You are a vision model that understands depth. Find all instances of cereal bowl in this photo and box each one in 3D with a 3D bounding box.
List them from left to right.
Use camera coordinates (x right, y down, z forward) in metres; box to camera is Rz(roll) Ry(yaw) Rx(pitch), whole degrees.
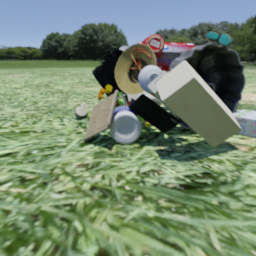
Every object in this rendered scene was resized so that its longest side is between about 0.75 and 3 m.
[{"bbox_3d":[0.764,-1.535,8.849,0.845,0.845,0.352,-5,16,-16],"label":"cereal bowl"}]

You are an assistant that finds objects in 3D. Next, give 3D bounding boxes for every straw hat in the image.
[{"bbox_3d":[0.431,-2.014,9.967,1.768,1.768,0.748,9,5,29],"label":"straw hat"}]

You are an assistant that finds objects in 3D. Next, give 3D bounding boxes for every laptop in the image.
[{"bbox_3d":[0.810,-0.572,8.769,1.435,0.836,1.619,36,22,-8],"label":"laptop"}]

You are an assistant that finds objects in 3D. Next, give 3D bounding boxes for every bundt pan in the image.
[{"bbox_3d":[2.471,-1.417,9.679,3.028,3.028,1.136,-6,21,-21],"label":"bundt pan"}]

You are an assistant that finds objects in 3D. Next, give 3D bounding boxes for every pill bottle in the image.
[{"bbox_3d":[-0.123,-0.170,9.099,0.975,0.975,1.629,-1,16,-4],"label":"pill bottle"}]

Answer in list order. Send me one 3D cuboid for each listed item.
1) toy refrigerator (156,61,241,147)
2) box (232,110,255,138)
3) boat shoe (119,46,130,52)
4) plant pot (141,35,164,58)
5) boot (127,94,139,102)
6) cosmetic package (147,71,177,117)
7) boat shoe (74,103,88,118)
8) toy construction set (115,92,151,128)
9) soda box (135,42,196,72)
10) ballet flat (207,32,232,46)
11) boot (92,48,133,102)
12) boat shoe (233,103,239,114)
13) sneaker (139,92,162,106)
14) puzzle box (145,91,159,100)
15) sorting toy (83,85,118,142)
[{"bbox_3d":[1.960,-0.582,7.646,2.581,0.980,0.903,35,29,-35],"label":"toy refrigerator"},{"bbox_3d":[4.297,-0.180,9.749,1.189,0.651,1.347,13,20,38],"label":"box"},{"bbox_3d":[0.011,-3.307,11.847,0.767,0.276,0.252,-15,-26,-7],"label":"boat shoe"},{"bbox_3d":[0.860,-2.858,9.923,0.805,0.805,0.733,-2,5,-9],"label":"plant pot"},{"bbox_3d":[-0.414,-2.007,13.297,0.970,2.667,1.205,-28,1,-18],"label":"boot"},{"bbox_3d":[1.222,-0.977,8.234,1.302,0.685,0.463,43,8,-42],"label":"cosmetic package"},{"bbox_3d":[-2.062,-0.700,12.018,0.382,0.461,1.284,-40,14,18],"label":"boat shoe"},{"bbox_3d":[0.134,-0.759,10.169,1.160,1.769,0.815,-15,-2,29],"label":"toy construction set"},{"bbox_3d":[1.571,-2.821,11.202,2.650,0.928,0.840,-6,44,-24],"label":"soda box"},{"bbox_3d":[2.860,-2.708,8.569,0.363,0.341,1.004,6,21,-37],"label":"ballet flat"},{"bbox_3d":[-0.373,-2.029,11.421,1.813,2.212,0.819,-27,15,51],"label":"boot"},{"bbox_3d":[3.795,-0.837,10.694,0.812,0.678,2.178,11,50,21],"label":"boat shoe"},{"bbox_3d":[1.546,-1.471,13.350,2.378,1.182,0.927,-12,-24,4],"label":"sneaker"},{"bbox_3d":[1.632,-1.433,11.620,1.650,0.315,2.481,30,-6,-6],"label":"puzzle box"},{"bbox_3d":[-0.754,-0.582,8.790,0.262,1.956,1.457,30,-37,-27],"label":"sorting toy"}]
